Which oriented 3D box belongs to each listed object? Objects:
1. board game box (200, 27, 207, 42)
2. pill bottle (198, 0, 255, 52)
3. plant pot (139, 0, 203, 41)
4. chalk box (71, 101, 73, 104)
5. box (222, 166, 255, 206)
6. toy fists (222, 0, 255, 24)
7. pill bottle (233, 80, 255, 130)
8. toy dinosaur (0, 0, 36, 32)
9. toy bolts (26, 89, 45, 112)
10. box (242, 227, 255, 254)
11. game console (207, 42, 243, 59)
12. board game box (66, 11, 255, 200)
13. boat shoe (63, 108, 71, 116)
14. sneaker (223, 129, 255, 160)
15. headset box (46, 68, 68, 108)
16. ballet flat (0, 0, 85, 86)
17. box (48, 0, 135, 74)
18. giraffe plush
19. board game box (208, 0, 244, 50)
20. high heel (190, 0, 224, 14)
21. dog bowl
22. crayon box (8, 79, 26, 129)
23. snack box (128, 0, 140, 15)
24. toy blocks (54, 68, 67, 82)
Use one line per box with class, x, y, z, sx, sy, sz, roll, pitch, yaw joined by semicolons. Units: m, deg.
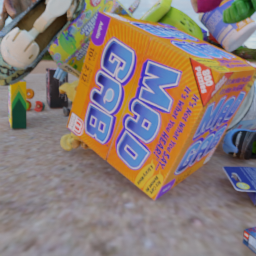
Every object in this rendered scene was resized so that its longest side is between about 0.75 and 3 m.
board game box;2.421;-2.948;11.249;0.519;2.317;1.558;-14;40;-13
pill bottle;3.034;-3.610;9.084;1.172;2.091;1.172;-34;-13;-9
plant pot;1.129;-3.015;9.222;1.984;1.801;1.975;-35;20;31
chalk box;-2.502;-1.878;15.079;0.990;0.995;1.599;-1;13;-7
box;2.611;0.989;4.779;1.785;0.289;1.082;3;14;6
toy fists;2.870;-2.863;6.414;0.769;0.519;1.510;-33;11;-37
pill bottle;3.060;-0.663;8.742;3.000;1.631;1.631;-7;15;-22
toy dinosaur;-2.658;-3.035;7.110;1.007;1.590;2.346;13;7;-1
toy bolts;-4.222;-1.184;12.585;1.077;1.029;0.747;18;5;-2
box;2.080;1.390;3.317;1.124;0.212;0.768;-5;15;-19
game console;3.121;-2.138;10.184;1.322;1.535;0.911;7;32;-34
board game box;0.644;-0.560;5.391;2.304;2.306;2.304;36;31;26
boat shoe;-2.528;-0.712;11.714;0.318;0.323;0.867;-5;16;-19
sneaker;3.348;0.359;6.602;2.316;0.821;0.960;-10;27;-23
headset box;-3.505;-1.988;13.752;0.911;1.806;2.430;-2;13;-19
ballet flat;-1.985;-2.099;5.969;1.066;2.872;1.066;37;-5;3
box;-0.807;-2.479;7.789;1.309;2.146;2.067;57;18;22
giraffe plush;-0.728;-0.321;7.043;2.378;1.928;2.052;16;-31;-34
board game box;3.805;-4.213;10.915;0.504;1.913;2.500;-5;-1;40
high heel;1.070;-2.879;5.115;0.895;0.627;1.861;-33;68;-13
dog bowl;1.991;-0.806;7.735;2.721;2.721;1.003;6;-19;24
crayon box;-3.889;-0.917;9.814;0.530;1.568;1.817;0;13;-26
snack box;0.208;-5.054;11.847;0.230;0.618;0.869;38;-1;-8
toy blocks;-1.855;-2.354;9.585;0.655;1.804;1.504;29;-2;3
